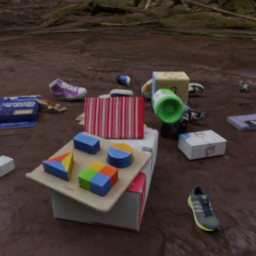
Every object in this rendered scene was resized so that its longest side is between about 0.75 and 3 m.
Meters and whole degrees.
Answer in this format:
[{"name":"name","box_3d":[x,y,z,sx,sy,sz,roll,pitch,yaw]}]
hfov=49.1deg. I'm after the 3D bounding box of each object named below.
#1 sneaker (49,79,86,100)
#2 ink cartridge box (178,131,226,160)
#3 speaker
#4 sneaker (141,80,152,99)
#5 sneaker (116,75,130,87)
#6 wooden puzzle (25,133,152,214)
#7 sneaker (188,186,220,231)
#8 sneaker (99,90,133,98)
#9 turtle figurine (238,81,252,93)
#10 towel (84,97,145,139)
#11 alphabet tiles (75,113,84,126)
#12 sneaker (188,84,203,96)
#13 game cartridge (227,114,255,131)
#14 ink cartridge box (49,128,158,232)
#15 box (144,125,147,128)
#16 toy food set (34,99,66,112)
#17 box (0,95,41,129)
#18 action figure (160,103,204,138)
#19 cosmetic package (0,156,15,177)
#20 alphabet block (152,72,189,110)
[{"name":"sneaker","box_3d":[-3.040,-1.948,13.846,1.846,1.052,0.669,-5,38,12]},{"name":"ink cartridge box","box_3d":[2.466,0.552,9.400,1.289,0.545,0.931,-6,23,-16]},{"name":"speaker","box_3d":[1.393,-0.826,10.114,1.032,1.032,2.333,1,14,2]},{"name":"sneaker","box_3d":[1.293,-2.083,14.904,1.068,0.921,2.436,-2,18,41]},{"name":"sneaker","box_3d":[-0.318,-2.767,16.440,0.759,0.524,1.364,3,21,-7]},{"name":"wooden puzzle","box_3d":[-0.798,0.742,6.261,2.044,0.511,2.207,16,32,25]},{"name":"sneaker","box_3d":[1.776,1.896,6.660,0.486,0.533,1.316,-5,26,-11]},{"name":"sneaker","box_3d":[-0.430,-0.775,9.348,0.678,0.764,1.807,6,-9,-29]},{"name":"turtle figurine","box_3d":[6.490,-2.279,15.506,0.725,0.487,0.968,-1,37,31]},{"name":"towel","box_3d":[-0.377,-0.279,7.887,1.704,1.232,0.192,0,-19,1]},{"name":"alphabet tiles","box_3d":[-1.090,-0.397,12.015,2.088,0.079,1.745,10,27,18]},{"name":"sneaker","box_3d":[3.007,-1.845,14.573,1.809,0.684,0.793,-1,40,9]},{"name":"game cartridge","box_3d":[5.064,-0.241,11.473,1.635,0.314,1.060,-6,22,-12]},{"name":"ink cartridge box","box_3d":[-0.449,1.099,7.500,2.140,1.228,2.947,5,26,11]},{"name":"box","box_3d":[-0.101,0.055,9.640,1.654,0.623,0.415,13,32,-35]},{"name":"toy food set","box_3d":[-3.570,-1.017,12.894,1.342,0.211,0.853,25,21,13]},{"name":"box","box_3d":[-4.862,-0.775,12.386,1.753,0.469,2.895,-5,27,-10]},{"name":"action figure","box_3d":[2.127,-0.494,11.225,1.741,0.928,2.676,10,28,17]},{"name":"cosmetic package","box_3d":[-3.889,1.212,8.302,0.497,0.358,0.881,11,28,25]},{"name":"alphabet block","box_3d":[1.930,-1.737,13.113,1.539,1.511,1.503,0,24,1]}]
